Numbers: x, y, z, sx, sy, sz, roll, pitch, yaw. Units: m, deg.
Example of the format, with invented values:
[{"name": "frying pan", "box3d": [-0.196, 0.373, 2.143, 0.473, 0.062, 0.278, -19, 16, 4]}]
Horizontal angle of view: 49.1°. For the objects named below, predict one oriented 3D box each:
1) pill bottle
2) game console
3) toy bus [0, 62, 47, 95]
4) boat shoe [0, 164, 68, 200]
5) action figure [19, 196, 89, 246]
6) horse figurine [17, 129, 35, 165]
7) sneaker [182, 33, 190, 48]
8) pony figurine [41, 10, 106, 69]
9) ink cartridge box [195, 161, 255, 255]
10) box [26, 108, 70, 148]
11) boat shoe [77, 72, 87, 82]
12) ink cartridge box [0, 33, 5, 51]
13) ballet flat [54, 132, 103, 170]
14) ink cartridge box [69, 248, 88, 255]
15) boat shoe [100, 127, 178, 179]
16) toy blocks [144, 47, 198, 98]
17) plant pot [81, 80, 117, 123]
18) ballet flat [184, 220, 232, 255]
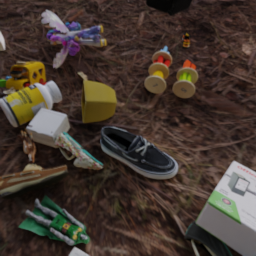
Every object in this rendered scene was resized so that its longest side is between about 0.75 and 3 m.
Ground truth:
[{"name": "pill bottle", "box3d": [-3.363, -0.902, 9.818, 1.917, 1.074, 1.074, -31, 57, -23]}, {"name": "game console", "box3d": [1.416, -4.345, 8.605, 1.309, 1.489, 0.866, -31, 71, -23]}, {"name": "toy bus", "box3d": [-3.888, -1.977, 10.411, 1.719, 0.941, 1.822, -11, 24, -28]}, {"name": "boat shoe", "box3d": [-2.757, 1.393, 8.049, 1.988, 0.752, 0.734, -17, 70, -14]}, {"name": "action figure", "box3d": [-1.807, 2.552, 7.399, 1.840, 0.503, 1.087, 23, 51, 14]}, {"name": "horse figurine", "box3d": [-3.141, 0.540, 8.780, 0.349, 0.927, 1.399, -14, 15, -29]}, {"name": "sneaker", "box3d": [2.698, -4.149, 12.877, 0.354, 0.455, 1.012, 5, 51, 4]}, {"name": "pony figurine", "box3d": [-2.385, -3.745, 11.814, 2.655, 2.211, 2.563, -2, 19, 3]}, {"name": "ink cartridge box", "box3d": [2.927, 1.982, 7.125, 1.561, 0.902, 2.146, 30, 36, 22]}, {"name": "box", "box3d": [-2.646, -0.005, 9.348, 0.996, 0.654, 1.001, 16, 52, 13]}, {"name": "boat shoe", "box3d": [-1.765, -2.014, 11.241, 0.257, 0.284, 0.797, -28, 55, -20]}, {"name": "ink cartridge box", "box3d": [-6.274, -3.824, 12.573, 1.234, 0.511, 0.904, -14, 52, -11]}, {"name": "ballet flat", "box3d": [-1.591, 0.841, 8.733, 1.881, 0.711, 0.601, 36, 85, 24]}, {"name": "ink cartridge box", "box3d": [-1.214, 4.095, 5.861, 1.454, 0.842, 2.503, 23, 55, 18]}, {"name": "boat shoe", "box3d": [0.301, 0.679, 8.630, 2.643, 0.896, 0.948, 26, 55, 20]}, {"name": "toy blocks", "box3d": [1.831, -2.351, 11.153, 1.943, 0.846, 2.331, 11, 51, 9]}, {"name": "plant pot", "box3d": [-1.018, -0.910, 9.864, 1.129, 1.103, 1.096, 0, 50, -14]}, {"name": "ballet flat", "box3d": [2.290, 3.324, 6.589, 0.869, 0.864, 2.541, -33, 47, -13]}]
